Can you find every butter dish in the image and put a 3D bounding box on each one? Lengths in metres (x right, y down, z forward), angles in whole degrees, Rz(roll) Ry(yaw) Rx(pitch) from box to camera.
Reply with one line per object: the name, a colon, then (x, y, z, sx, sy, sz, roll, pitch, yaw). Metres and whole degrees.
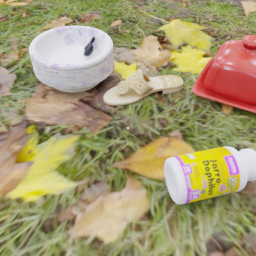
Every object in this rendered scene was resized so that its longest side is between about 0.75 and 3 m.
butter dish: (4.006, -2.156, 9.650, 2.805, 2.073, 2.797, 21, 48, 20)

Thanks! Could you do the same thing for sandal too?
sandal: (0.541, -1.677, 9.933, 3.010, 0.990, 1.104, -12, 46, -12)

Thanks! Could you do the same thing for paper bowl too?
paper bowl: (-1.992, -2.430, 10.307, 2.919, 1.518, 2.919, 1, 45, -1)

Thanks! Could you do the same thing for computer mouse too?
computer mouse: (-1.406, -2.896, 10.265, 0.249, 0.655, 0.946, 34, 34, -25)

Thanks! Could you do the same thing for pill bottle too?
pill bottle: (2.096, 1.107, 6.943, 2.202, 1.148, 1.148, -11, 46, -8)
